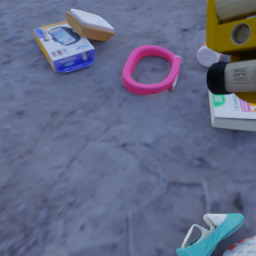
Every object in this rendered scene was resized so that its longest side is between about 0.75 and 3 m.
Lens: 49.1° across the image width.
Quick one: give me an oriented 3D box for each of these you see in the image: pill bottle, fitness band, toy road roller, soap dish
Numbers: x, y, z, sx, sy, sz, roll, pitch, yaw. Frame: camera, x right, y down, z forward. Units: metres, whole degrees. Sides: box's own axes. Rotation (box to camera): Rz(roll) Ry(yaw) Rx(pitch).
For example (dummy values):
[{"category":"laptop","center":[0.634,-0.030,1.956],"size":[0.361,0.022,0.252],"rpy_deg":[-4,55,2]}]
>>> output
[{"category":"pill bottle","center":[3.311,-3.068,10.792],"size":[0.830,0.830,1.480],"rpy_deg":[26,53,20]},{"category":"fitness band","center":[0.864,-2.163,10.241],"size":[1.944,0.507,2.707],"rpy_deg":[12,49,10]},{"category":"toy road roller","center":[2.933,-1.880,6.227],"size":[1.960,2.685,1.650],"rpy_deg":[-8,8,-40]},{"category":"soap dish","center":[-1.556,-4.155,11.424],"size":[1.672,0.679,1.315],"rpy_deg":[-8,46,-46]}]

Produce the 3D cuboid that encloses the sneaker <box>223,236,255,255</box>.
[{"category":"sneaker","center":[2.412,3.072,5.702],"size":[2.488,0.959,1.019],"rpy_deg":[-22,83,-22]}]

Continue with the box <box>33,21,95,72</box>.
[{"category":"box","center":[-2.518,-3.269,11.142],"size":[1.690,0.589,2.839],"rpy_deg":[-23,51,-19]}]

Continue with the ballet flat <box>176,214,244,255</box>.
[{"category":"ballet flat","center":[1.812,2.328,6.240],"size":[1.905,0.641,0.670],"rpy_deg":[-33,77,-23]}]

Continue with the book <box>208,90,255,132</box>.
[{"category":"book","center":[4.023,-0.694,8.985],"size":[2.675,0.643,1.787],"rpy_deg":[4,47,6]}]
